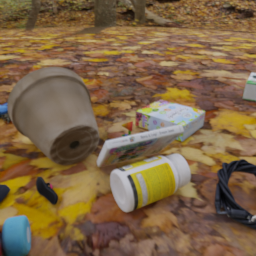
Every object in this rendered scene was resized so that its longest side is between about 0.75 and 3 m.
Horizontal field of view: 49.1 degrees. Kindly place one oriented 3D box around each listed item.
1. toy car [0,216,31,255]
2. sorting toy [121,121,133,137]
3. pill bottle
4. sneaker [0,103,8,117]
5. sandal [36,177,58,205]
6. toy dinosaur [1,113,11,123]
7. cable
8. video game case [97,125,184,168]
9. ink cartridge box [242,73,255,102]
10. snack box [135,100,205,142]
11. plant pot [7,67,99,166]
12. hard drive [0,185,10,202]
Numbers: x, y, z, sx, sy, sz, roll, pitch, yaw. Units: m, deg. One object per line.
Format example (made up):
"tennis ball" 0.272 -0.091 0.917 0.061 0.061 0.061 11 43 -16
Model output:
"toy car" -3.249 1.885 4.909 2.533 2.748 2.431 -6 27 -13
"sorting toy" -0.078 0.102 10.493 0.410 1.192 0.413 6 64 -4
"pill bottle" 0.627 1.424 7.655 2.009 1.148 1.148 -15 30 -24
"sneaker" -5.682 -0.761 12.878 1.828 0.603 0.717 -13 41 -25
"sandal" -2.257 1.767 7.890 1.122 0.421 0.253 31 19 36
"toy dinosaur" -5.394 -0.483 12.518 0.438 0.330 0.857 -23 31 -27
"cable" 3.317 1.629 7.511 1.846 0.575 2.262 5 36 20
"video game case" 0.240 0.601 8.434 2.197 0.286 2.414 -12 -16 -16
"ink cartridge box" 7.372 -2.203 15.261 1.720 0.975 2.347 13 29 24
"snack box" 1.767 -0.391 11.815 2.281 0.772 1.924 20 32 33
"plant pot" -2.308 -0.200 9.572 2.941 2.941 2.552 -15 45 -27
"hard drive" -3.899 1.952 7.522 0.873 0.274 1.294 2 27 15
